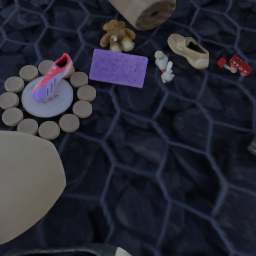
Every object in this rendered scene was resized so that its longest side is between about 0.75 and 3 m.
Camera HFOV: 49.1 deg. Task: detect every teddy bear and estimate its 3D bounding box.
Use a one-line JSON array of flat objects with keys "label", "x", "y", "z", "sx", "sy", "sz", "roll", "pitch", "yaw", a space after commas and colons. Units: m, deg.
[{"label": "teddy bear", "x": -0.326, "y": -2.950, "z": 9.326, "sx": 1.148, "sy": 0.529, "sz": 1.583, "roll": -40, "pitch": 52, "yaw": 1}]

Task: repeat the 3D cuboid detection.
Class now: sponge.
[{"label": "sponge", "x": -0.301, "y": -1.834, "z": 8.668, "sx": 1.674, "sy": 0.250, "sz": 0.934, "roll": 10, "pitch": 93, "yaw": 4}]

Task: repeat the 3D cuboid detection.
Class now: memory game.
[{"label": "memory game", "x": -2.401, "y": -0.903, "z": 8.367, "sx": 2.832, "sy": 0.180, "sz": 2.832, "roll": 2, "pitch": 62, "yaw": -3}]

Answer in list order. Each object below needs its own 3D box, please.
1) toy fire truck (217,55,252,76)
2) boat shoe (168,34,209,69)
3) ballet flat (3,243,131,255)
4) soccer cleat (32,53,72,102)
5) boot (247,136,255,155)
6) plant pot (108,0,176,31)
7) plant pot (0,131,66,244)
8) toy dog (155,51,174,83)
[{"label": "toy fire truck", "x": 3.265, "y": -1.896, "z": 8.621, "sx": 0.932, "sy": 0.657, "sz": 0.227, "roll": 42, "pitch": 76, "yaw": 5}, {"label": "boat shoe", "x": 1.961, "y": -2.628, "z": 9.013, "sx": 0.657, "sy": 0.595, "sz": 1.843, "roll": -26, "pitch": 54, "yaw": -19}, {"label": "ballet flat", "x": -1.295, "y": 2.953, "z": 5.822, "sx": 2.858, "sy": 0.812, "sz": 0.950, "roll": -2, "pitch": 78, "yaw": 1}, {"label": "soccer cleat", "x": -2.241, "y": -1.486, "z": 8.218, "sx": 0.563, "sy": 0.646, "sz": 1.689, "roll": 30, "pitch": 64, "yaw": 11}, {"label": "boot", "x": 4.354, "y": 0.425, "z": 7.464, "sx": 1.748, "sy": 0.599, "sz": 1.646, "roll": 33, "pitch": 65, "yaw": 16}, {"label": "plant pot", "x": 0.410, "y": -4.733, "z": 9.477, "sx": 2.644, "sy": 2.644, "sz": 2.294, "roll": -23, "pitch": 79, "yaw": -13}, {"label": "plant pot", "x": -2.321, "y": 1.062, "z": 6.185, "sx": 1.593, "sy": 2.372, "sz": 2.372, "roll": -18, "pitch": 61, "yaw": -24}, {"label": "toy dog", "x": 1.139, "y": -1.845, "z": 8.249, "sx": 0.459, "sy": 0.629, "sz": 0.954, "roll": -22, "pitch": 90, "yaw": -2}]
